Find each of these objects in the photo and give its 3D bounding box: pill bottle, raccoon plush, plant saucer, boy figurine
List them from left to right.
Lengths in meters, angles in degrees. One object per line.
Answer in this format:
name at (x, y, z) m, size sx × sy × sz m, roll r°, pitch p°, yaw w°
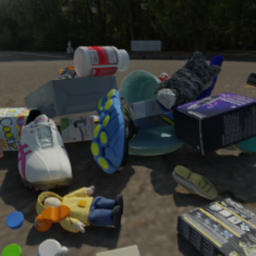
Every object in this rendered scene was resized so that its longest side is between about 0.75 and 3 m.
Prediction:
boy figurine at (-0.795, 1.289, 4.587) m, size 1.435 × 0.462 × 0.892 m, roll 4°, pitch 35°, yaw 10°
pill bottle at (-0.766, -1.970, 8.325) m, size 1.520 × 0.853 × 0.853 m, roll -11°, pitch 20°, yaw -33°
plant saucer at (0.475, 0.292, 8.183) m, size 2.470 × 0.339 × 2.470 m, roll 1°, pitch 17°, yaw 0°
raccoon plush at (1.873, -1.293, 8.147) m, size 1.407 × 1.949 × 2.909 m, roll 42°, pitch 12°, yaw -6°

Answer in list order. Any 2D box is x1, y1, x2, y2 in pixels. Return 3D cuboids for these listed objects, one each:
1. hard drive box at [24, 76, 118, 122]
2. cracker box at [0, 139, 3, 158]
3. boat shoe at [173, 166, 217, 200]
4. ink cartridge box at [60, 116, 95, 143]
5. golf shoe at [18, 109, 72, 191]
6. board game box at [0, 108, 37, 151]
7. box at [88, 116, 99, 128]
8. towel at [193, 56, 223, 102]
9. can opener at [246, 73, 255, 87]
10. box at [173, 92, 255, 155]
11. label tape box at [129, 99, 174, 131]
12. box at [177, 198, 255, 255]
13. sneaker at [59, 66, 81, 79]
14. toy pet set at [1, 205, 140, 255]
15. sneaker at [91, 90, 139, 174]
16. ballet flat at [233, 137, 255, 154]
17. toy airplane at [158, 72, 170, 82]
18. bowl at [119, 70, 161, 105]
hard drive box at (-1.865, -0.828, 8.948) m, size 2.082 × 1.026 × 2.671 m, roll -11°, pitch 1°, yaw -36°
cracker box at (-3.984, 0.722, 6.421) m, size 1.217 × 0.524 × 1.818 m, roll 4°, pitch 18°, yaw 12°
boat shoe at (1.288, 1.104, 5.466) m, size 0.917 × 0.314 × 0.343 m, roll 35°, pitch 47°, yaw 24°
ink cartridge box at (-1.469, 0.038, 8.226) m, size 0.971 × 0.709 × 0.408 m, roll -7°, pitch -1°, yaw -18°
golf shoe at (-1.971, 0.407, 6.213) m, size 1.011 × 1.282 × 2.785 m, roll -8°, pitch 20°, yaw -26°
board game box at (-3.597, 0.030, 7.888) m, size 1.937 × 0.998 × 1.016 m, roll -2°, pitch 17°, yaw -6°
box at (-1.479, -0.170, 9.842) m, size 1.195 × 0.238 × 0.818 m, roll -14°, pitch 20°, yaw -39°
towel at (2.731, -1.396, 10.138) m, size 0.538 × 1.605 × 2.173 m, roll 23°, pitch 64°, yaw 17°
can opener at (7.736, -2.233, 14.561) m, size 2.970 × 0.987 × 0.782 m, roll 20°, pitch -20°, yaw 18°
box at (2.221, -0.171, 7.083) m, size 1.765 × 0.921 × 1.306 m, roll -17°, pitch 21°, yaw -16°
label tape box at (0.793, -0.411, 8.329) m, size 1.700 × 0.562 × 1.218 m, roll -12°, pitch -18°, yaw 26°
box at (1.564, 1.564, 3.987) m, size 1.128 × 0.344 × 1.399 m, roll -8°, pitch 18°, yaw -28°
sneaker at (-1.869, -1.773, 9.620) m, size 0.806 × 0.795 × 2.060 m, roll -9°, pitch 2°, yaw -42°
toy pet set at (-0.517, 1.645, 2.930) m, size 1.411 × 0.802 × 1.511 m, roll -7°, pitch 42°, yaw -9°
sneaker at (-0.182, 0.033, 6.635) m, size 1.137 × 0.973 × 2.744 m, roll 39°, pitch 24°, yaw -23°
ballet flat at (3.500, 0.390, 7.609) m, size 1.741 × 0.602 × 0.619 m, roll 0°, pitch -1°, yaw -11°
toy airplane at (1.592, -2.151, 14.809) m, size 1.641 × 1.158 × 1.633 m, roll -23°, pitch -7°, yaw -25°
bowl at (0.688, -1.205, 10.485) m, size 1.884 × 1.884 × 0.986 m, roll 12°, pitch 17°, yaw 35°
